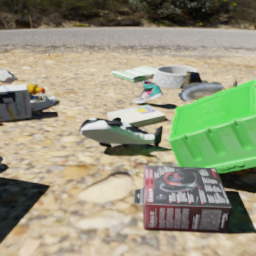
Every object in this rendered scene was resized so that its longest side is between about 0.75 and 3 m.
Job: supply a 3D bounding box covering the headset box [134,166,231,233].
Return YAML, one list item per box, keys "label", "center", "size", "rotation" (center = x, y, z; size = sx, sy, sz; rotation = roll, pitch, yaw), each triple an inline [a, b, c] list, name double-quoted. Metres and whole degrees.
- label: "headset box"
  center: [1.099, 1.520, 6.238]
  size: [1.931, 0.724, 1.435]
  rotation: [1, 25, 3]

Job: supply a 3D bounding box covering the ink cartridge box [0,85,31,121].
- label: "ink cartridge box"
  center: [-4.774, -0.983, 11.045]
  size: [1.685, 1.228, 0.698]
  rotation: [-8, 26, -17]

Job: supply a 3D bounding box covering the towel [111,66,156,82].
- label: "towel"
  center: [0.652, -3.411, 17.351]
  size: [2.854, 0.334, 2.177]
  rotation: [-21, 31, -37]

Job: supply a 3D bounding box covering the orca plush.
- label: "orca plush"
  center: [-0.192, -0.075, 8.689]
  size: [2.526, 1.329, 0.898]
  rotation: [-1, 54, 0]

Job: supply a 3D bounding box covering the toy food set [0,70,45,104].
- label: "toy food set"
  center: [-4.891, -1.653, 12.066]
  size: [1.249, 1.325, 2.776]
  rotation: [8, -9, 17]

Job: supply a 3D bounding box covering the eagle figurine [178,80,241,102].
- label: "eagle figurine"
  center: [2.907, -0.907, 9.567]
  size: [2.029, 1.531, 1.540]
  rotation: [-19, 48, 45]

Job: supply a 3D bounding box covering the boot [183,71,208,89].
- label: "boot"
  center: [3.493, -2.350, 14.011]
  size: [0.929, 1.205, 2.486]
  rotation: [16, 29, 31]

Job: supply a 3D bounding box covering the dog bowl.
- label: "dog bowl"
  center: [2.690, -2.916, 15.782]
  size: [2.615, 0.767, 2.615]
  rotation: [0, 24, 0]

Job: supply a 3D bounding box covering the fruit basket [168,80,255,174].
- label: "fruit basket"
  center: [2.803, 0.380, 7.387]
  size: [2.989, 2.989, 2.156]
  rotation: [7, 47, 15]

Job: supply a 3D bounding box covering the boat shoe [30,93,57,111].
- label: "boat shoe"
  center: [-3.745, -1.270, 12.394]
  size: [0.530, 0.611, 1.434]
  rotation: [16, 29, 30]

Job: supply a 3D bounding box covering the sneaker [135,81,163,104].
- label: "sneaker"
  center: [0.775, -1.607, 12.268]
  size: [1.455, 0.878, 0.608]
  rotation: [-16, 9, 39]

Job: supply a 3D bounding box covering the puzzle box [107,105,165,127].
- label: "puzzle box"
  center: [0.318, -0.442, 11.041]
  size: [1.950, 0.248, 1.297]
  rotation: [-12, 27, -25]
